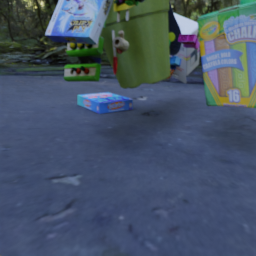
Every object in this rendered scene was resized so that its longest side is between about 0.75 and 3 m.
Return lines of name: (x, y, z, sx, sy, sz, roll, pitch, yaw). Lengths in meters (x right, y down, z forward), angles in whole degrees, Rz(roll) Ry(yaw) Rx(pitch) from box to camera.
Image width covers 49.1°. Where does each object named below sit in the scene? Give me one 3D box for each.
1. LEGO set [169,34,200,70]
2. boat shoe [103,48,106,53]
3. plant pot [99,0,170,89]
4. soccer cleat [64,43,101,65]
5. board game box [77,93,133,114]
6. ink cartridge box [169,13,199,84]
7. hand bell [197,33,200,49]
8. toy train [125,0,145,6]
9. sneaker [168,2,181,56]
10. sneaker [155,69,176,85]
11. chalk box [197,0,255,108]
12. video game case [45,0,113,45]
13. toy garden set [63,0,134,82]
LEGO set: (1.325, -2.698, 10.312, 2.839, 1.083, 1.165, 15, 4, 39)
boat shoe: (-0.752, -3.075, 10.308, 0.673, 0.662, 1.867, -5, -14, 20)
plant pot: (0.274, -2.686, 8.751, 2.734, 2.596, 2.734, -14, 17, 4)
soccer cleat: (-1.477, -2.895, 9.219, 0.834, 1.079, 2.579, 6, -23, 12)
board game box: (-1.178, -1.261, 13.714, 1.822, 0.539, 2.396, -10, 19, -32)
ink cartridge box: (2.359, -3.630, 13.023, 1.724, 2.944, 0.991, 37, 71, 28)
hand bell: (3.865, -3.730, 11.301, 1.923, 1.001, 1.001, -19, 21, -16)
toy train: (-0.143, -2.816, 5.177, 0.461, 0.341, 1.635, 6, -9, 30)
sneaker: (1.386, -3.847, 10.571, 0.739, 2.241, 0.879, -26, 22, -8)
sneaker: (1.674, -2.643, 13.477, 0.941, 0.652, 1.680, -49, 29, -24)
chalk box: (2.951, -2.087, 6.740, 1.808, 2.906, 1.799, -19, 17, -33)
video game case: (-0.988, -2.295, 5.679, 1.266, 1.148, 0.288, 14, -9, 32)
toy garden set: (-0.776, -2.431, 6.959, 2.069, 2.482, 0.495, 6, -1, 32)
